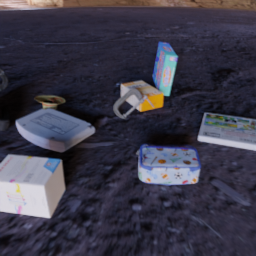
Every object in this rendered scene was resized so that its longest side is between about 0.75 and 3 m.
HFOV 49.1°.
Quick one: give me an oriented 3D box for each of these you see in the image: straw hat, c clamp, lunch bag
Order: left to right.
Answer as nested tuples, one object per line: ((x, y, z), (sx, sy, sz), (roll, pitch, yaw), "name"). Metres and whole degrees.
((-3.123, -0.890, 11.190), (1.217, 0.515, 1.217), (10, 20, -4), "straw hat")
((0.111, -0.861, 10.659), (0.196, 1.450, 1.238), (27, 31, -58), "c clamp")
((1.085, 0.946, 7.834), (1.743, 0.659, 1.397), (4, 28, 4), "lunch bag")

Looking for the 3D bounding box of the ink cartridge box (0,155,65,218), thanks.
((-2.475, 1.359, 6.727), (1.580, 0.990, 1.016), (5, 30, 9), "ink cartridge box")

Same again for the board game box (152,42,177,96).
((1.681, -2.836, 13.230), (0.546, 1.844, 2.425), (6, 29, -6), "board game box")

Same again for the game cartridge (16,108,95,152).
((-2.604, 0.036, 9.639), (2.480, 0.502, 1.653), (20, 32, 31), "game cartridge")

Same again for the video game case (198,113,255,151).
((3.592, 0.089, 9.756), (2.067, 0.227, 1.884), (9, 31, 18), "video game case")

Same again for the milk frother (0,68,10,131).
((-5.131, -0.965, 9.746), (1.897, 2.102, 1.977), (-7, 31, -20), "milk frother")

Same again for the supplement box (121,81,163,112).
((0.556, -1.397, 11.929), (1.103, 0.644, 1.750), (-15, 32, -26), "supplement box")
